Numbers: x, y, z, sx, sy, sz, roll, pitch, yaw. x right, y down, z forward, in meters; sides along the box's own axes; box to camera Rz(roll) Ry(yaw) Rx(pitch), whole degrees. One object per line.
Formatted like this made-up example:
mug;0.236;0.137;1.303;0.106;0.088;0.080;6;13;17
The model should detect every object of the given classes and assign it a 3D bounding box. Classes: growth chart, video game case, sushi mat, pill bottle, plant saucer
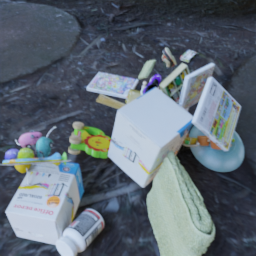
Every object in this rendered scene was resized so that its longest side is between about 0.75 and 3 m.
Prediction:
growth chart;1.473;-1.012;11.411;2.172;1.572;0.193;21;46;3
video game case;2.174;-1.276;8.976;1.425;1.297;0.163;-30;52;-34
sushi mat;-0.122;-0.793;11.275;2.361;1.129;0.143;20;79;-14
pill bottle;-1.330;2.951;7.821;0.762;0.762;1.315;23;34;23
video game case;2.653;-0.409;8.280;0.192;1.526;1.677;-16;42;55
plant saucer;3.361;0.537;10.365;2.195;0.423;2.195;5;58;-8
video game case;-0.758;-2.147;13.994;2.186;0.197;1.565;13;44;14

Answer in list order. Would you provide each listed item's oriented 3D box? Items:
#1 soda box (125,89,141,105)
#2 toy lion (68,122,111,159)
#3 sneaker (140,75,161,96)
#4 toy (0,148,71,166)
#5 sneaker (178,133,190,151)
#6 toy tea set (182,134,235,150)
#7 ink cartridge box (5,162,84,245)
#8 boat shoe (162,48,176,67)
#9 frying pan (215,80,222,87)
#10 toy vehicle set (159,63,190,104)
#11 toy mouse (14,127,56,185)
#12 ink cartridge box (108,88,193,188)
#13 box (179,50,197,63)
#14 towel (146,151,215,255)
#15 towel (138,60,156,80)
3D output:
soda box;0.796;-0.938;10.738;1.729;0.586;0.553;17;16;-15
toy lion;-1.305;0.514;10.643;1.778;0.637;1.855;8;26;-9
sneaker;0.872;-1.423;9.323;1.000;0.348;0.497;-51;18;-23
toy;-2.681;0.784;7.569;2.035;1.172;0.480;4;79;-26
sneaker;1.471;0.142;11.002;1.207;0.806;2.107;-13;48;-30
toy tea set;2.528;0.249;9.558;2.071;0.766;1.231;3;5;23
ink cartridge box;-2.368;2.166;8.355;1.459;1.434;1.982;8;42;7
boat shoe;1.583;-2.779;11.236;0.425;1.358;0.483;-18;76;19
frying pan;2.727;-1.180;8.733;0.494;0.133;0.816;-12;56;4
toy vehicle set;1.714;-1.215;9.358;1.050;1.691;0.224;-44;51;-5
toy mouse;-2.851;0.503;8.434;1.680;0.366;1.890;-47;48;-7
ink cartridge box;0.636;0.344;8.781;1.678;2.320;1.708;41;55;20
box;3.473;-4.160;16.188;0.594;0.187;1.078;25;48;25
towel;1.149;2.216;7.225;0.541;2.201;2.966;7;29;-15
towel;0.656;-2.071;9.930;0.572;0.141;0.770;2;62;61
